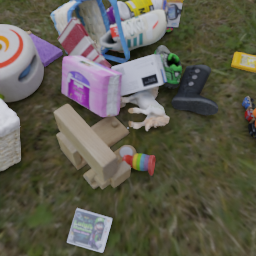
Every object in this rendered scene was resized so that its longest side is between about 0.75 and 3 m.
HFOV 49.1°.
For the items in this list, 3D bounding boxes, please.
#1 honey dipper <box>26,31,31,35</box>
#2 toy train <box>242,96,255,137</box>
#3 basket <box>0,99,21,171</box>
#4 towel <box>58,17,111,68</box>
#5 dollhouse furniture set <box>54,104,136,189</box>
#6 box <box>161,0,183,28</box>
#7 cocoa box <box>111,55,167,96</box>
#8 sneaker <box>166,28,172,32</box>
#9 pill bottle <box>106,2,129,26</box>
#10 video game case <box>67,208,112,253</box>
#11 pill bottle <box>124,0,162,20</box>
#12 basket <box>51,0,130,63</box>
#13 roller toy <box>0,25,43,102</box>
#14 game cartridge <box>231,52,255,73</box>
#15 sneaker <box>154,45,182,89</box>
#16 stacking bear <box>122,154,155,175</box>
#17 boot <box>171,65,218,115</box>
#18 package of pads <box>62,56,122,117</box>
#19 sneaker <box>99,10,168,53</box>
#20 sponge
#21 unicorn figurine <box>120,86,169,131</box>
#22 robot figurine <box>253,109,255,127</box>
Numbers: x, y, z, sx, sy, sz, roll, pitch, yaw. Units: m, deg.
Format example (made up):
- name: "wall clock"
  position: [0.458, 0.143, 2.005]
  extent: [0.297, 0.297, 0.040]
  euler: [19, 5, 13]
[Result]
- name: "honey dipper"
  position: [-4.347, -3.599, 10.735]
  extent: [1.255, 0.238, 0.238]
  euler: [-3, 56, -7]
- name: "toy train"
  position: [3.677, -0.360, 8.400]
  extent: [0.344, 0.257, 1.504]
  euler: [6, 55, 0]
- name: "basket"
  position: [-4.095, 0.203, 6.996]
  extent: [2.161, 1.738, 2.141]
  euler: [40, 52, 24]
- name: "towel"
  position: [-1.400, -2.356, 8.750]
  extent: [0.205, 1.297, 1.801]
  euler: [-42, 100, -36]
- name: "dollhouse furniture set"
  position: [-0.498, 0.191, 6.908]
  extent: [1.830, 2.245, 2.135]
  euler: [-35, 64, -22]
- name: "box"
  position: [1.458, -3.920, 9.656]
  extent: [0.656, 1.103, 0.229]
  euler: [1, 47, 0]
- name: "cocoa box"
  position: [0.350, -1.565, 8.286]
  extent: [1.339, 0.893, 0.879]
  euler: [-13, 11, 21]
- name: "sneaker"
  position: [0.887, -3.908, 10.483]
  extent: [2.333, 0.895, 0.978]
  euler: [-31, 38, -34]
- name: "pill bottle"
  position: [-0.570, -4.023, 10.225]
  extent: [1.194, 0.671, 0.671]
  euler: [-18, 46, 38]
- name: "video game case"
  position: [-0.884, 2.362, 6.460]
  extent: [0.865, 0.101, 0.786]
  euler: [16, 83, 2]
- name: "pill bottle"
  position: [0.491, -4.549, 10.909]
  extent: [1.673, 0.956, 0.956]
  euler: [-26, 59, -16]
- name: "basket"
  position: [-1.169, -3.281, 9.239]
  extent: [2.476, 2.183, 1.722]
  euler: [22, 54, 33]
- name: "roller toy"
  position: [-3.823, -2.039, 8.626]
  extent: [2.092, 1.603, 2.293]
  euler: [-20, 66, -10]
- name: "game cartridge"
  position: [4.149, -2.342, 9.901]
  extent: [0.866, 0.140, 0.763]
  euler: [18, 57, 10]
- name: "sneaker"
  position: [1.382, -2.181, 9.240]
  extent: [0.763, 0.833, 1.955]
  euler: [4, 44, -18]
- name: "stacking bear"
  position: [0.249, 0.890, 7.294]
  extent: [0.829, 0.471, 0.503]
  euler: [5, 59, 16]
- name: "boot"
  position: [2.300, -1.263, 8.837]
  extent: [1.416, 0.564, 1.718]
  euler: [15, 54, 22]
- name: "package of pads"
  position: [-1.085, -1.241, 8.154]
  extent: [0.790, 1.258, 2.088]
  euler: [-17, 35, -42]
- name: "sneaker"
  position: [0.093, -3.072, 9.064]
  extent: [1.159, 2.479, 0.873]
  euler: [-13, 92, -46]
- name: "sponge"
  position: [-3.260, -2.829, 10.176]
  extent: [1.577, 0.235, 0.880]
  euler: [31, 60, 19]
- name: "unicorn figurine"
  position: [0.500, -0.832, 8.522]
  extent: [1.571, 0.845, 2.287]
  euler: [-15, 64, -21]
- name: "robot figurine"
  position: [4.155, 0.060, 7.334]
  extent: [1.386, 1.124, 1.927]
  euler: [-38, 54, 19]
